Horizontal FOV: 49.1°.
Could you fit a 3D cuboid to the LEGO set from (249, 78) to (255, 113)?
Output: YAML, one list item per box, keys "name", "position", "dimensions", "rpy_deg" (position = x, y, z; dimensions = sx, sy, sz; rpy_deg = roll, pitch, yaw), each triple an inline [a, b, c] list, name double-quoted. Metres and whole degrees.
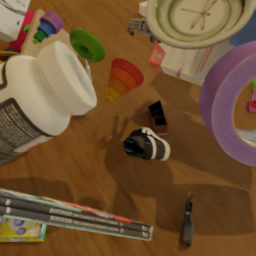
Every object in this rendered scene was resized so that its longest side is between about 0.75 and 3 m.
- name: "LEGO set"
  position: [4.955, -1.748, 9.786]
  dimensions: [1.011, 1.088, 2.651]
  rpy_deg: [13, 49, 11]

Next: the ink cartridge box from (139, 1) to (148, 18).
- name: "ink cartridge box"
  position: [1.307, -5.918, 13.932]
  dimensions: [1.261, 0.522, 0.924]
  rpy_deg: [-23, 52, -20]

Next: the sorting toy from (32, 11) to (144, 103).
- name: "sorting toy"
  position: [-0.785, -1.182, 5.084]
  dimensions: [2.177, 0.755, 0.750]
  rpy_deg: [34, 71, -8]

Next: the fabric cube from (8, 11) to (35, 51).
- name: "fabric cube"
  position: [-4.273, -4.058, 11.771]
  dimensions: [1.260, 1.264, 1.240]
  rpy_deg: [6, 49, 8]

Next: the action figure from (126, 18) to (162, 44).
- name: "action figure"
  position: [0.506, -2.464, 7.090]
  dimensions: [1.031, 0.550, 1.585]
  rpy_deg: [22, 19, -2]

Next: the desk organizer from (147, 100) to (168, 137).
- name: "desk organizer"
  position: [0.929, -0.330, 8.925]
  dimensions: [0.430, 0.462, 1.199]
  rpy_deg: [-5, 48, -5]

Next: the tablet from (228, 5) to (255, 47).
- name: "tablet"
  position: [3.156, -2.056, 6.826]
  dimensions: [0.204, 1.943, 2.985]
  rpy_deg: [-40, 90, 0]

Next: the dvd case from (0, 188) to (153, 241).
- name: "dvd case"
  position: [-1.058, 1.256, 4.242]
  dimensions: [1.757, 2.407, 0.265]
  rpy_deg: [-6, 64, 50]

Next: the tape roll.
- name: "tape roll"
  position: [2.704, -0.478, 5.583]
  dimensions: [2.367, 2.367, 1.006]
  rpy_deg: [1, 21, 1]

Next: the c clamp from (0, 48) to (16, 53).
- name: "c clamp"
  position: [-4.569, -2.769, 11.322]
  dimensions: [1.866, 0.253, 1.594]
  rpy_deg: [28, 59, 21]

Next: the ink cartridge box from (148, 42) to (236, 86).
- name: "ink cartridge box"
  position: [1.829, -2.008, 8.068]
  dimensions: [2.138, 0.721, 1.245]
  rpy_deg: [25, 91, 21]

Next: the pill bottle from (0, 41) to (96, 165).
- name: "pill bottle"
  position: [-2.271, -0.370, 5.628]
  dimensions: [2.999, 1.745, 1.745]
  rpy_deg: [-26, 48, 11]

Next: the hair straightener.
- name: "hair straightener"
  position: [1.475, 2.108, 6.689]
  dimensions: [0.272, 0.511, 1.327]
  rpy_deg: [10, 49, 12]

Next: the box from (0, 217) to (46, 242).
- name: "box"
  position: [-2.620, 2.294, 6.669]
  dimensions: [1.273, 0.308, 0.747]
  rpy_deg: [-2, 48, 0]

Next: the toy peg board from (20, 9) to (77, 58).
- name: "toy peg board"
  position: [-2.330, -2.094, 7.894]
  dimensions: [0.776, 1.587, 1.580]
  rpy_deg: [-6, 64, 35]

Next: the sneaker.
- name: "sneaker"
  position: [0.182, 0.291, 6.214]
  dimensions: [0.844, 0.551, 1.509]
  rpy_deg: [6, 9, -28]

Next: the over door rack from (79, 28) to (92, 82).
- name: "over door rack"
  position: [-2.381, -2.603, 10.654]
  dimensions: [1.681, 0.758, 2.276]
  rpy_deg: [-11, 70, -9]

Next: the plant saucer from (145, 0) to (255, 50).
- name: "plant saucer"
  position: [1.485, -2.481, 5.905]
  dimensions: [2.205, 0.553, 2.205]
  rpy_deg: [-7, 68, 17]

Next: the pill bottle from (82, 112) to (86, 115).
- name: "pill bottle"
  position: [-1.584, -0.955, 9.415]
  dimensions: [0.578, 0.578, 1.062]
  rpy_deg: [-3, 49, -2]

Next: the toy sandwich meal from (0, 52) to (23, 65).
- name: "toy sandwich meal"
  position: [-3.003, -1.085, 6.861]
  dimensions: [1.767, 1.767, 0.605]
  rpy_deg: [-13, 58, -12]

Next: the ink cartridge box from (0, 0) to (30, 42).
- name: "ink cartridge box"
  position: [-3.297, -3.330, 7.519]
  dimensions: [0.578, 0.988, 1.703]
  rpy_deg: [7, 79, 44]
